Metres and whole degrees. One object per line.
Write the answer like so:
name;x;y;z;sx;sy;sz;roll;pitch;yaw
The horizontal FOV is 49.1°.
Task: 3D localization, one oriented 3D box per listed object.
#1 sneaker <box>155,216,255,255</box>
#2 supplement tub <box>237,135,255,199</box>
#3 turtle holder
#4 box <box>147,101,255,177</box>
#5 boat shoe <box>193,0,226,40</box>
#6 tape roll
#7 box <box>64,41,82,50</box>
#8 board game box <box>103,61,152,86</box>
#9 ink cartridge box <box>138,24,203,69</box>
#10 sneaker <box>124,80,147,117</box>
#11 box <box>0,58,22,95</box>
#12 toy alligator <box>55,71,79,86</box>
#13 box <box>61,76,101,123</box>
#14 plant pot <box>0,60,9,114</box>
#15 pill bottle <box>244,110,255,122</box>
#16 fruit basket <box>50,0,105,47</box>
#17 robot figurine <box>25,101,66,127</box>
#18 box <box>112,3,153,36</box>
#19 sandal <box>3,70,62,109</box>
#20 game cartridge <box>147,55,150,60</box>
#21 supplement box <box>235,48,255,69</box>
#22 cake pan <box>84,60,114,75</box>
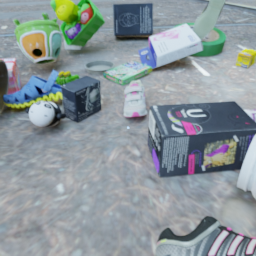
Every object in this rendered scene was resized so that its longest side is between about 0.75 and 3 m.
sneaker;1.736;2.083;4.774;2.817;1.039;1.232;-7;39;-2
supplement tub;3.592;1.074;5.919;2.137;1.543;1.543;20;37;28
turtle holder;-4.104;-3.964;13.102;2.038;1.904;2.682;-16;6;-19
box;1.886;0.236;7.432;2.504;1.328;1.531;-4;33;-7
boat shoe;4.318;-5.866;14.782;0.982;2.755;0.830;32;12;10
tape roll;3.970;-5.071;15.962;2.996;0.720;2.996;3;42;-3
box;-3.188;-4.945;16.425;0.928;0.493;0.706;2;32;4
board game box;-0.016;-2.527;12.697;1.885;0.274;1.268;-30;45;-35
ink cartridge box;1.911;-4.087;13.975;2.904;0.629;2.851;-18;35;7
sneaker;0.202;-1.046;9.797;0.822;0.892;2.022;-7;31;3
box;-5.581;-1.780;10.700;2.628;1.244;1.349;-7;33;-11
toy alligator;-2.789;-1.979;11.673;1.920;0.569;0.521;6;45;40
box;-1.571;-0.997;9.544;0.734;1.164;1.184;24;40;32
plant pot;-5.154;-1.441;9.239;1.768;1.931;1.931;9;32;-7
pill bottle;4.195;-0.222;8.751;1.279;0.718;0.718;-1;32;-1
fruit basket;-2.844;-5.787;14.738;2.608;2.608;1.881;-14;62;-21
robot figurine;-2.563;-0.442;8.772;0.971;0.807;1.293;-30;-1;5
box;0.312;-6.832;17.838;2.497;1.853;1.337;-1;16;1
sandal;-3.276;-1.382;10.064;2.445;1.065;0.972;-15;22;-9
game cartridge;1.384;-3.867;15.001;0.748;0.233;1.123;-2;32;5
supplement box;5.937;-3.490;13.975;0.641;0.645;1.179;23;39;32
cake pan;-1.355;-2.886;13.380;1.431;0.262;1.431;0;33;0
